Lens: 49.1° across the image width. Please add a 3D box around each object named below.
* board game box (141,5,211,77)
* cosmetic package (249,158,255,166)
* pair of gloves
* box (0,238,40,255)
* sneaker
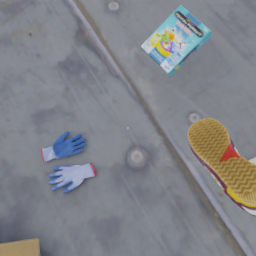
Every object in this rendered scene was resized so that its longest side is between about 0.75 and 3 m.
[{"bbox_3d":[1.322,-2.426,7.827,1.557,0.365,1.176,-45,72,10],"label":"board game box"},{"bbox_3d":[3.780,1.120,8.371,0.763,0.279,0.395,-22,71,-9],"label":"cosmetic package"},{"bbox_3d":[-1.829,0.998,8.465,1.439,0.204,1.790,-19,72,-9],"label":"pair of gloves"},{"bbox_3d":[-3.133,4.083,6.899,1.895,0.247,2.318,-2,76,-18],"label":"box"},{"bbox_3d":[2.029,0.805,5.880,0.896,1.077,2.390,-28,43,3],"label":"sneaker"}]
